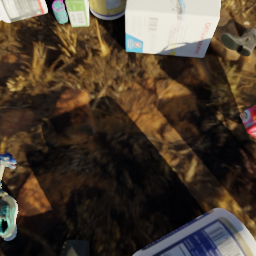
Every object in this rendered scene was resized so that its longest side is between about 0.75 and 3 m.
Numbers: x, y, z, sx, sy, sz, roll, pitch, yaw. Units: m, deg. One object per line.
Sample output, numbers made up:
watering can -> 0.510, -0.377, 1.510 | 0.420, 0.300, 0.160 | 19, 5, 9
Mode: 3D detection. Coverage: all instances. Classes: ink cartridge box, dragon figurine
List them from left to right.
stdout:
dragon figurine -> -3.379, 0.933, 6.597 | 2.375, 0.699, 1.181 | 13, 101, 41
ink cartridge box -> -1.658, -4.499, 9.308 | 0.599, 1.049, 2.021 | -3, 66, -1
ink cartridge box -> 1.247, -3.428, 8.335 | 2.499, 1.839, 1.807 | 6, 70, 2

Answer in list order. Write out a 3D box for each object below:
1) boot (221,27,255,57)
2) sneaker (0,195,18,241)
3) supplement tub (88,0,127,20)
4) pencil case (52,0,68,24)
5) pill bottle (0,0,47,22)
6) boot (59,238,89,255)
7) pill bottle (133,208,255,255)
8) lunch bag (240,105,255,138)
boot -> 3.680, -2.887, 8.971 | 1.177, 0.407, 1.024 | 36, 69, 5
sneaker -> -2.871, 2.085, 6.620 | 0.413, 0.485, 1.063 | -14, 66, -7
supplement tub -> -0.662, -4.575, 8.901 | 1.347, 1.853, 1.347 | 0, 65, 0
pencil case -> -2.168, -3.714, 8.972 | 0.371, 0.873, 0.403 | 34, 85, -2
pill bottle -> -3.686, -4.080, 9.108 | 1.862, 1.079, 1.079 | -18, 67, -8
boot -> -1.617, 3.025, 6.195 | 1.605, 0.622, 1.110 | 5, 60, -12
pill bottle -> 1.047, 2.979, 5.581 | 2.941, 1.633, 1.633 | -25, 68, -10
lunch bag -> 3.623, -0.398, 6.780 | 1.645, 1.449, 0.674 | -29, 63, 27
